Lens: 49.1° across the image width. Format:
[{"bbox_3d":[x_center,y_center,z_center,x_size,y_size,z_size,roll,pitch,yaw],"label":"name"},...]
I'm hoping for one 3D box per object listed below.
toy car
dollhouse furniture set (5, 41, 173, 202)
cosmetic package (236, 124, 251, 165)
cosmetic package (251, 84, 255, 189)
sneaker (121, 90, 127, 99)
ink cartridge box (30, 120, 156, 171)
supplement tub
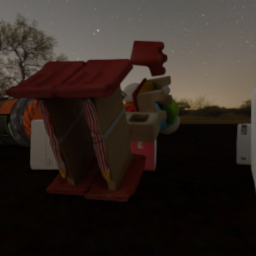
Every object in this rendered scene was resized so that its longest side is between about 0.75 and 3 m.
[{"bbox_3d":[0.825,-0.628,12.965,2.932,2.566,2.199,2,37,35],"label":"toy car"},{"bbox_3d":[-0.145,-0.331,3.058,0.850,1.124,2.089,3,31,20],"label":"dollhouse furniture set"},{"bbox_3d":[2.181,0.257,4.561,0.643,0.642,0.779,2,3,33],"label":"cosmetic package"},{"bbox_3d":[2.537,0.085,2.545,2.593,1.100,1.395,0,3,23],"label":"cosmetic package"},{"bbox_3d":[-0.534,-1.044,8.054,0.960,0.521,0.337,39,4,-22],"label":"sneaker"},{"bbox_3d":[-0.441,0.221,4.353,1.746,0.723,1.279,0,2,6],"label":"ink cartridge box"},{"bbox_3d":[-2.688,-0.184,7.297,2.225,1.363,1.363,2,3,42],"label":"supplement tub"}]
